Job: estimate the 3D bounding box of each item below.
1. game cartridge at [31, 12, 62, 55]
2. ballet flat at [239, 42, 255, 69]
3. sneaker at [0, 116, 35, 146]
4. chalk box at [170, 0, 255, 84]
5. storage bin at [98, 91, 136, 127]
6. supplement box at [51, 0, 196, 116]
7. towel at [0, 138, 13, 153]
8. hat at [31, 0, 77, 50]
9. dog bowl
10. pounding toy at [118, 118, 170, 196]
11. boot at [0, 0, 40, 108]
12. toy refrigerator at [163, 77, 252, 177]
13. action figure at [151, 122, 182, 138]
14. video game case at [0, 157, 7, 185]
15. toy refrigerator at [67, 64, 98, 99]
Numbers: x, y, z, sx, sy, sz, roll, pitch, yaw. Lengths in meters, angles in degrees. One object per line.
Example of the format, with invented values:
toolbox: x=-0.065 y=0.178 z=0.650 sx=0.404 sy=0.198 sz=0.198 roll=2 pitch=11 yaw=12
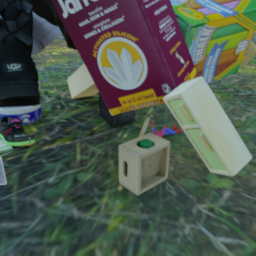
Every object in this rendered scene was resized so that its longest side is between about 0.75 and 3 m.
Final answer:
game cartridge: x=-2.566 y=-3.354 z=8.051 sx=0.511 sy=1.725 sz=2.661 roll=-18 pitch=29 yaw=22
ballet flat: x=2.184 y=-1.676 z=7.314 sx=2.306 sy=0.791 sz=0.727 roll=-25 pitch=-24 yaw=18
sneaker: x=-3.268 y=0.083 z=8.001 sx=1.639 sy=0.687 sz=0.629 roll=21 pitch=15 yaw=34
chalk box: x=1.062 y=-1.813 z=5.651 sx=2.540 sy=1.585 sz=1.574 roll=-23 pitch=54 yaw=-24
storage bin: x=-0.373 y=-1.102 z=9.283 sx=0.864 sy=1.842 sz=1.246 roll=-12 pitch=31 yaw=-23
supplement box: x=-0.068 y=-1.550 z=4.302 sx=1.341 sy=2.431 sz=1.041 roll=-11 pitch=27 yaw=35
towel: x=-3.690 y=0.500 z=7.903 sx=0.658 sy=0.101 sz=0.862 roll=-17 pitch=29 yaw=-32
hat: x=-1.015 y=-2.580 z=6.769 sx=2.967 sy=1.197 sz=2.967 roll=-3 pitch=-3 yaw=0
dog bowl: x=-3.823 y=-0.610 z=9.767 sx=1.517 sy=0.598 sz=1.517 roll=0 pitch=24 yaw=0
pounding toy: x=0.335 y=0.589 z=6.291 sx=1.147 sy=1.245 sz=0.885 roll=-20 pitch=31 yaw=-37
boot: x=-2.502 y=-1.662 z=6.052 sx=1.056 sy=2.338 sz=2.853 roll=-6 pitch=0 yaw=-23
toy refrigerator: x=1.013 y=0.012 z=3.649 sx=0.441 sy=1.259 sz=0.478 roll=-37 pitch=10 yaw=-17
action figure: x=1.096 y=-0.003 z=8.491 sx=1.191 sy=0.590 sz=0.389 roll=-20 pitch=30 yaw=-32
video game case: x=-3.110 y=0.971 z=6.132 sx=0.751 sy=0.685 sz=0.086 roll=-3 pitch=24 yaw=-7
toy refrigerator: x=-1.438 y=-1.924 z=10.883 sx=1.049 sy=0.967 sz=2.764 roll=-14 pitch=1 yaw=-27
